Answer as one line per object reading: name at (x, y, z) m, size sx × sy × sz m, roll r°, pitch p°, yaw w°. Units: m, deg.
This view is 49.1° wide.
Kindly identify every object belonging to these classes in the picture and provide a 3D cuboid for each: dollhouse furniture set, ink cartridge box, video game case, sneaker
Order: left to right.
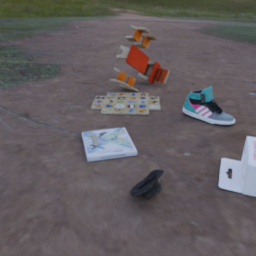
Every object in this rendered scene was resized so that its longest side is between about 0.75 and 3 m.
video game case at (-0.564, 0.419, 7.785) m, size 1.305 × 0.158 × 1.432 m, roll -6°, pitch 27°, yaw -13°
dollhouse furniture set at (0.656, -2.687, 11.863) m, size 1.249 × 2.424 × 2.398 m, roll 23°, pitch 3°, yaw 34°
sneaker at (2.687, -0.796, 9.153) m, size 1.775 × 1.071 × 0.742 m, roll 21°, pitch 33°, yaw 29°
ink cartridge box at (3.251, 0.900, 6.126) m, size 2.302 × 0.781 × 1.335 m, roll 9°, pitch 28°, yaw 17°

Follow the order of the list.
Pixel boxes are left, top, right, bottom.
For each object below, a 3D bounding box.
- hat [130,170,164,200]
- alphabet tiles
hat at (0.479, 1.239, 5.786) m, size 0.924 × 0.373 × 0.924 m, roll -38°, pitch 3°, yaw 2°
alphabet tiles at (-0.064, -0.953, 10.627) m, size 2.526 × 0.080 × 2.102 m, roll 1°, pitch 26°, yaw 2°
